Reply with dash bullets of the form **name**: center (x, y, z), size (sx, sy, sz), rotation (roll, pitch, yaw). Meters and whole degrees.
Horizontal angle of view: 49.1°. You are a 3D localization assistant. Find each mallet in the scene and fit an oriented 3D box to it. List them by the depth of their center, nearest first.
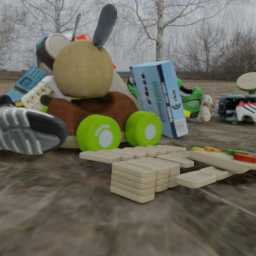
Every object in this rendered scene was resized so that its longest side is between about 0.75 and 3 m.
- **mallet**: center (-3.242, -0.904, 9.062), size (0.415, 0.664, 2.015), rotation (-37, -3, 38)

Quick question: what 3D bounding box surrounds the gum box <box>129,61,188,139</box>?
- **gum box**: center (0.738, -0.819, 7.431), size (0.470, 1.793, 2.110), rotation (-19, 15, -13)

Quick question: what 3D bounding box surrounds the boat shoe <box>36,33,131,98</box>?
- **boat shoe**: center (-1.030, -1.266, 7.009), size (2.735, 0.914, 0.779), rotation (37, -30, -32)

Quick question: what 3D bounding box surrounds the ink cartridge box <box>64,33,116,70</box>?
- **ink cartridge box**: center (-1.350, -2.256, 8.660), size (1.467, 1.691, 0.368), rotation (-34, -13, -30)

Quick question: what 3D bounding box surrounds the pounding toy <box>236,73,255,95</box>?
- **pounding toy**: center (4.093, -1.325, 9.017), size (1.092, 0.507, 0.843), rotation (16, 57, 41)

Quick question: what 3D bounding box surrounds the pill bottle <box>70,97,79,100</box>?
- **pill bottle**: center (-1.080, -1.019, 9.405), size (1.451, 1.451, 2.580), rotation (-7, 13, -32)

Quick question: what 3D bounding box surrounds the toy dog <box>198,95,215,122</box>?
- **toy dog**: center (2.432, -0.525, 8.458), size (0.406, 0.843, 0.556), rotation (13, 18, -14)

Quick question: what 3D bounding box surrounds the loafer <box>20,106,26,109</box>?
- **loafer**: center (-2.642, -0.551, 9.237), size (1.801, 0.567, 0.647), rotation (-1, 20, -8)

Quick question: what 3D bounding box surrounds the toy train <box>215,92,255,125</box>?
- **toy train**: center (3.955, -0.630, 8.852), size (2.375, 1.012, 1.353), rotation (-1, 3, 10)

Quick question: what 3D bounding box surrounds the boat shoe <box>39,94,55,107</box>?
- **boat shoe**: center (-1.652, -0.509, 6.878), size (1.030, 0.370, 0.350), rotation (36, 8, -7)

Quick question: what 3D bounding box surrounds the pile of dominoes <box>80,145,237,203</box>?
- **pile of dominoes**: center (0.694, 0.647, 4.433), size (1.910, 0.390, 2.450), rotation (9, 6, 41)

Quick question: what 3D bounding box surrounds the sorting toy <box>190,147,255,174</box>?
- **sorting toy**: center (1.559, 0.422, 4.392), size (1.129, 0.203, 1.516), rotation (2, 6, -30)

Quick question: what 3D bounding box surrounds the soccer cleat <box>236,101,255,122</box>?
- **soccer cleat**: center (3.769, -0.457, 7.885), size (1.397, 0.595, 0.479), rotation (1, -4, 33)

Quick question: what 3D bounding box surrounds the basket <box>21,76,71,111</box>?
- **basket**: center (-2.243, -0.682, 7.783), size (1.041, 1.144, 1.687), rotation (-40, 20, -12)

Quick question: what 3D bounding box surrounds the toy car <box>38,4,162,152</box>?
- **toy car**: center (-0.700, -1.025, 5.902), size (2.192, 2.778, 2.282), rotation (-7, 13, -41)

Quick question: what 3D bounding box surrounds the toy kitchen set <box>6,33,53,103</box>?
- **toy kitchen set**: center (-4.089, -2.148, 9.780), size (2.346, 1.725, 2.928), rotation (25, 52, 1)

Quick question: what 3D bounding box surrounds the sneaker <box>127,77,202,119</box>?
- **sneaker**: center (1.185, -1.227, 9.108), size (2.529, 1.077, 0.987), rotation (18, 26, 8)

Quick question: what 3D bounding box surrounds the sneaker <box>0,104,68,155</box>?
- **sneaker**: center (-2.061, -0.127, 5.214), size (2.241, 0.841, 1.294), rotation (-2, 24, 10)
